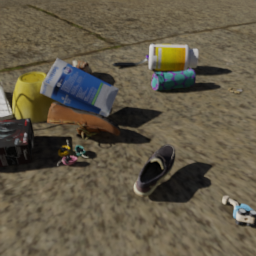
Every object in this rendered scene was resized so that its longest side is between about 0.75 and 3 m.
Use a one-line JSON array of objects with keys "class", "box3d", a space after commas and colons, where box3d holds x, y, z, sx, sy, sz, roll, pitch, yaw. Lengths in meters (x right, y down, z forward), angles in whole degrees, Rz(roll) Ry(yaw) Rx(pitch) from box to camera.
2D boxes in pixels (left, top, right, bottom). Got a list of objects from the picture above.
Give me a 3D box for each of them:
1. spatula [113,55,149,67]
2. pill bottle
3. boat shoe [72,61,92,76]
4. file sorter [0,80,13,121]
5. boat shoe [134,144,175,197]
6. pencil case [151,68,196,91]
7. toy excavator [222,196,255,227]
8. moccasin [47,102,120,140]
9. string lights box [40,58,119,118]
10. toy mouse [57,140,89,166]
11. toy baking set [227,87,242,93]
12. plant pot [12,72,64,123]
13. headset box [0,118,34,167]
[{"class": "spatula", "box3d": [0.562, -3.679, 15.749, 2.952, 0.303, 0.834, -12, 50, -14]}, {"class": "pill bottle", "box3d": [2.374, -3.710, 14.869, 2.504, 1.368, 1.368, 2, 34, 3]}, {"class": "boat shoe", "box3d": [-2.199, -2.672, 13.723, 0.951, 1.003, 2.648, -5, 36, -10]}, {"class": "file sorter", "box3d": [-6.010, -1.465, 11.353, 1.835, 1.647, 2.644, -17, 37, -24]}, {"class": "boat shoe", "box3d": [0.842, 1.106, 7.998, 0.696, 0.627, 1.934, 33, 54, 17]}, {"class": "pencil case", "box3d": [2.140, -2.306, 13.255, 2.000, 0.851, 0.924, -7, 63, -11]}, {"class": "toy excavator", "box3d": [2.884, 2.122, 7.295, 0.782, 0.401, 0.804, 7, 21, 12]}, {"class": "moccasin", "box3d": [-1.563, -0.121, 9.856, 2.605, 1.005, 0.953, 15, -1, -4]}, {"class": "string lights box", "box3d": [-1.817, -1.417, 10.724, 2.620, 0.773, 1.346, 26, 56, -10]}, {"class": "toy mouse", "box3d": [-1.763, 0.917, 9.100, 1.090, 0.237, 1.226, 10, 36, 15]}, {"class": "toy baking set", "box3d": [5.035, -1.764, 13.177, 0.547, 0.083, 0.713, 28, 43, 30]}, {"class": "plant pot", "box3d": [-3.734, -1.391, 11.373, 2.087, 1.482, 2.087, 0, 34, 0]}, {"class": "headset box", "box3d": [-4.272, 0.507, 9.183, 2.137, 0.825, 1.590, -5, 35, -11]}]
